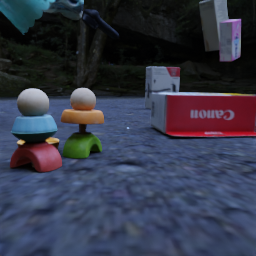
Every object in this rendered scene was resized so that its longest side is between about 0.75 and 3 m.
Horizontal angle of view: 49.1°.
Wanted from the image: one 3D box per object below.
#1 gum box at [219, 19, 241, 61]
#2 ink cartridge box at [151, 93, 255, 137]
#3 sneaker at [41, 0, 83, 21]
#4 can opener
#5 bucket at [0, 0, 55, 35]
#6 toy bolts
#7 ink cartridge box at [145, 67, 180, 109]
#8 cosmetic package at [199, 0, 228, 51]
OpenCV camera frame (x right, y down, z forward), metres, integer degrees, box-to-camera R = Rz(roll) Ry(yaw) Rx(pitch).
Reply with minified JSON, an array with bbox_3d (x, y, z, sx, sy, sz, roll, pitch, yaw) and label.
[{"bbox_3d":[2.554,-2.156,6.992,0.326,0.985,0.559,12,29,40],"label":"gum box"},{"bbox_3d":[1.746,-0.352,6.432,2.112,0.886,1.854,-1,8,-8],"label":"ink cartridge box"},{"bbox_3d":[-2.219,-4.064,8.895,1.672,0.649,0.722,5,-35,-28],"label":"sneaker"},{"bbox_3d":[-1.018,-3.833,10.461,1.641,0.645,0.520,26,6,-40],"label":"can opener"},{"bbox_3d":[-2.598,-3.215,7.163,0.910,1.399,1.399,42,-16,-29],"label":"bucket"},{"bbox_3d":[-1.136,-0.064,3.891,1.344,0.976,1.407,3,8,19],"label":"toy bolts"},{"bbox_3d":[1.785,-2.084,14.732,1.571,2.178,0.912,-2,11,-15],"label":"ink cartridge box"},{"bbox_3d":[2.909,-3.449,9.343,0.566,1.591,0.837,7,27,45],"label":"cosmetic package"}]
